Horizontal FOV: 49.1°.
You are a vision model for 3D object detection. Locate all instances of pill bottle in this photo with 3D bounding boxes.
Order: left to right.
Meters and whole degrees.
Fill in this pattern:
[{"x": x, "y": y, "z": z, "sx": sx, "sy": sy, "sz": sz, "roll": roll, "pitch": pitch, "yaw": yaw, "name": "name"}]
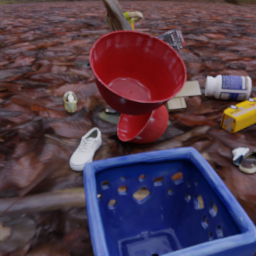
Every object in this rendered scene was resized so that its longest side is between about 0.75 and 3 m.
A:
[{"x": 4.527, "y": -1.843, "z": 12.822, "sx": 1.858, "sy": 1.075, "sz": 1.075, "roll": 5, "pitch": 31, "yaw": 8, "name": "pill bottle"}]

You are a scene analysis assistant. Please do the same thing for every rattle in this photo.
[{"x": 0.252, "y": -4.626, "z": 12.843, "sx": 1.066, "sy": 1.170, "sz": 1.638, "roll": -24, "pitch": 2, "yaw": 5, "name": "rattle"}]

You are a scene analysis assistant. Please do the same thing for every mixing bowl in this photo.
[{"x": 0.080, "y": -0.766, "z": 4.556, "sx": 1.515, "sy": 0.821, "sz": 1.515, "roll": 8, "pitch": 55, "yaw": -11, "name": "mixing bowl"}, {"x": 0.643, "y": -0.237, "z": 9.711, "sx": 1.096, "sy": 2.024, "sz": 2.024, "roll": 30, "pitch": 19, "yaw": -28, "name": "mixing bowl"}]

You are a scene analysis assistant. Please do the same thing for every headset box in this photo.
[{"x": 1.222, "y": -3.118, "z": 10.922, "sx": 1.518, "sy": 0.788, "sz": 2.040, "roll": -12, "pitch": 22, "yaw": 33, "name": "headset box"}]

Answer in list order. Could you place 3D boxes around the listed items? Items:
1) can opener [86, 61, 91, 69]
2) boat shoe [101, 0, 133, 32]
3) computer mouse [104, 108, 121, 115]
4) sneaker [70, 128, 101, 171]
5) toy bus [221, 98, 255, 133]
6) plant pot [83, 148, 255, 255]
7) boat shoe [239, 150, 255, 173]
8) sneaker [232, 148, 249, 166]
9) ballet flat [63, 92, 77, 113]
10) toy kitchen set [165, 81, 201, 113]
[{"x": -1.135, "y": -2.581, "z": 10.298, "sx": 0.422, "sy": 0.337, "sz": 1.263, "roll": -60, "pitch": 18, "yaw": -24, "name": "can opener"}, {"x": -0.512, "y": -4.093, "z": 10.699, "sx": 0.769, "sy": 2.143, "sz": 0.812, "roll": -18, "pitch": 46, "yaw": 21, "name": "boat shoe"}, {"x": -0.433, "y": -1.037, "z": 12.208, "sx": 0.910, "sy": 0.364, "sz": 1.660, "roll": 2, "pitch": 36, "yaw": 12, "name": "computer mouse"}, {"x": -1.393, "y": 0.635, "z": 9.081, "sx": 0.675, "sy": 0.654, "sz": 1.848, "roll": 6, "pitch": 31, "yaw": 11, "name": "sneaker"}, {"x": 4.547, "y": -0.522, "z": 10.974, "sx": 2.130, "sy": 0.693, "sz": 0.834, "roll": -19, "pitch": 36, "yaw": -29, "name": "toy bus"}, {"x": 0.529, "y": 2.035, "z": 5.233, "sx": 2.456, "sy": 2.208, "sz": 2.456, "roll": -7, "pitch": 31, "yaw": -12, "name": "plant pot"}, {"x": 4.095, "y": 0.917, "z": 8.748, "sx": 1.583, "sy": 0.513, "sz": 0.569, "roll": -18, "pitch": 35, "yaw": -27, "name": "boat shoe"}, {"x": 3.512, "y": 0.901, "z": 9.000, "sx": 0.430, "sy": 0.372, "sz": 0.992, "roll": 17, "pitch": 26, "yaw": 37, "name": "sneaker"}, {"x": -2.547, "y": -1.258, "z": 12.325, "sx": 0.619, "sy": 0.619, "sz": 1.751, "roll": -7, "pitch": 31, "yaw": -11, "name": "ballet flat"}, {"x": 2.195, "y": -1.455, "z": 12.590, "sx": 1.505, "sy": 1.664, "sz": 1.845, "roll": -6, "pitch": 71, "yaw": -8, "name": "toy kitchen set"}]
